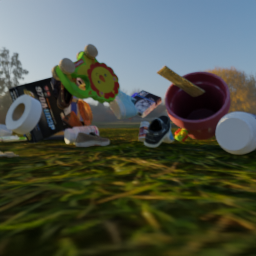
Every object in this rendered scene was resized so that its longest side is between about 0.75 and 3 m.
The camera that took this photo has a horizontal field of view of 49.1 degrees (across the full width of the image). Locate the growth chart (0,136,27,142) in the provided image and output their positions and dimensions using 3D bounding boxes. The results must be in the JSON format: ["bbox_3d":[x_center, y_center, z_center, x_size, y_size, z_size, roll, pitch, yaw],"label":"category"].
[{"bbox_3d":[-5.735,0.522,13.216,1.828,0.224,2.526,-2,1,-39],"label":"growth chart"}]

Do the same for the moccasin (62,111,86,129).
[{"bbox_3d":[-2.010,-0.022,11.700,0.684,0.722,1.871,23,-22,41],"label":"moccasin"}]

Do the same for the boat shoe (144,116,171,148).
[{"bbox_3d":[0.937,-0.031,8.476,0.588,0.553,1.637,8,29,21],"label":"boat shoe"}]

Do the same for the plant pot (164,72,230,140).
[{"bbox_3d":[3.313,-0.779,13.005,2.782,2.782,2.490,0,-30,23],"label":"plant pot"}]

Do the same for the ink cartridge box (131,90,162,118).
[{"bbox_3d":[0.525,-1.245,13.462,1.612,0.350,1.597,24,47,31],"label":"ink cartridge box"}]

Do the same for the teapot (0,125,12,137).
[{"bbox_3d":[-7.038,0.279,15.806,0.909,0.664,0.897,22,16,-42],"label":"teapot"}]

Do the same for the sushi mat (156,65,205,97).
[{"bbox_3d":[2.291,-2.007,12.293,2.139,0.129,1.023,30,-14,-13],"label":"sushi mat"}]

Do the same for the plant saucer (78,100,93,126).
[{"bbox_3d":[-1.666,-0.618,11.005,0.200,1.069,1.069,-23,10,-24],"label":"plant saucer"}]

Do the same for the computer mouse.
[{"bbox_3d":[-1.821,-1.799,11.227,2.430,1.333,0.533,-9,-31,-13],"label":"computer mouse"}]

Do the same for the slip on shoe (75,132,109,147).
[{"bbox_3d":[-1.279,0.403,10.325,0.636,0.507,1.673,1,1,38],"label":"slip on shoe"}]

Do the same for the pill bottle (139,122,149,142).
[{"bbox_3d":[0.642,0.150,11.034,0.412,0.753,0.412,5,-29,3],"label":"pill bottle"}]

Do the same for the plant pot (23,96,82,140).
[{"bbox_3d":[-3.870,-0.720,14.876,2.781,2.781,2.501,1,6,-32],"label":"plant pot"}]

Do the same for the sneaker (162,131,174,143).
[{"bbox_3d":[1.244,0.345,11.975,0.776,0.735,1.921,-28,18,-20],"label":"sneaker"}]

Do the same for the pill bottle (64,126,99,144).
[{"bbox_3d":[-1.813,0.288,10.892,1.200,0.680,0.680,-4,3,-33],"label":"pill bottle"}]

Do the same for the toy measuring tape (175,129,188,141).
[{"bbox_3d":[2.464,0.372,13.187,0.603,0.603,1.640,0,-5,4],"label":"toy measuring tape"}]

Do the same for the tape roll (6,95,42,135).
[{"bbox_3d":[-2.582,-0.324,6.912,0.956,0.956,0.335,1,-22,36],"label":"tape roll"}]

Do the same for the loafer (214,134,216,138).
[{"bbox_3d":[4.934,0.212,12.152,0.944,0.837,2.483,-1,1,-42],"label":"loafer"}]

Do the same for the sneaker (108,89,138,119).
[{"bbox_3d":[-0.259,-1.131,11.766,0.949,0.856,2.317,-3,43,-21],"label":"sneaker"}]

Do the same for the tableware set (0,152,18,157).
[{"bbox_3d":[-3.211,0.659,6.769,0.977,0.113,0.816,1,1,17],"label":"tableware set"}]

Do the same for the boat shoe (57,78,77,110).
[{"bbox_3d":[-2.143,-1.511,10.120,0.599,1.702,0.599,12,-17,-26],"label":"boat shoe"}]

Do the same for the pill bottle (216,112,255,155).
[{"bbox_3d":[3.028,0.138,7.545,1.118,1.118,2.012,1,1,32],"label":"pill bottle"}]

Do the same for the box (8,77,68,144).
[{"bbox_3d":[-3.414,-0.713,10.936,0.507,2.204,1.752,-4,17,41],"label":"box"}]

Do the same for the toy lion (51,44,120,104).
[{"bbox_3d":[-1.303,-1.745,10.060,0.770,2.150,2.243,-24,17,43],"label":"toy lion"}]
